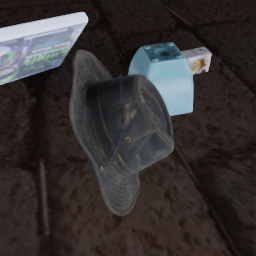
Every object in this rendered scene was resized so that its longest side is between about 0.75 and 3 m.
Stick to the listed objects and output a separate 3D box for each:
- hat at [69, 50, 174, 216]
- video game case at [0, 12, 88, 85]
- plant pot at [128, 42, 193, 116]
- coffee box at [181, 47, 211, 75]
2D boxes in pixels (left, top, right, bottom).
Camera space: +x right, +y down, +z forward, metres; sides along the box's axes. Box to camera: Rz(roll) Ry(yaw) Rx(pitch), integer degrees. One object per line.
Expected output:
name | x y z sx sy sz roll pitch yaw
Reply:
hat | 0.102 -0.045 4.046 0.986 2.444 2.444 -15 43 12
video game case | -1.285 -0.953 3.597 1.342 1.220 0.157 -30 90 -35
plant pot | 1.016 -1.610 8.907 1.817 1.851 1.812 -11 46 -10
coffee box | 2.307 -2.435 10.486 1.413 0.799 0.564 -15 47 -14
